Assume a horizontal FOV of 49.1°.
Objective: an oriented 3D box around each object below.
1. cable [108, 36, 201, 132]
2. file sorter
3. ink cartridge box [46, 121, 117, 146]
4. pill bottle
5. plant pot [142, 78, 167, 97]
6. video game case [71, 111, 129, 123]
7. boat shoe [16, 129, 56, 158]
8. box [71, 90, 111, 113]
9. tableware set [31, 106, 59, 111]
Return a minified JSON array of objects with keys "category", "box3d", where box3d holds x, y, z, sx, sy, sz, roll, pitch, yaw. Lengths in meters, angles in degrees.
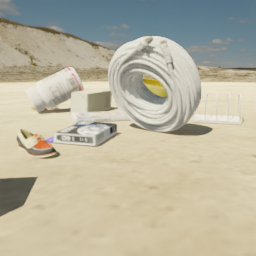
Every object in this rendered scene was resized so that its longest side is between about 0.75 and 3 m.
[{"category":"cable","box3d":[0.644,-1.118,7.541,2.630,2.629,0.910,-7,32,47]},{"category":"file sorter","box3d":[3.079,-0.710,9.687,1.574,0.980,1.092,4,13,17]},{"category":"ink cartridge box","box3d":[-1.220,0.108,7.271,1.483,0.322,1.469,2,13,18]},{"category":"pill bottle","box3d":[-3.056,-1.586,11.745,2.131,1.208,1.208,-29,19,-13]},{"category":"plant pot","box3d":[0.935,-1.100,10.566,1.717,1.219,1.717,9,18,-3]},{"category":"video game case","box3d":[-1.042,-0.420,10.269,1.914,0.172,1.370,-4,12,-16]},{"category":"boat shoe","box3d":[-1.999,0.320,6.004,0.475,0.418,1.336,-10,16,-43]},{"category":"box","box3d":[-1.514,-1.127,11.892,0.761,0.914,2.225,8,12,21]},{"category":"tableware set","box3d":[-3.836,-0.932,12.910,0.941,0.131,1.127,10,15,38]}]
